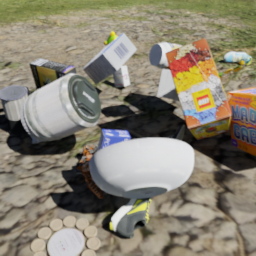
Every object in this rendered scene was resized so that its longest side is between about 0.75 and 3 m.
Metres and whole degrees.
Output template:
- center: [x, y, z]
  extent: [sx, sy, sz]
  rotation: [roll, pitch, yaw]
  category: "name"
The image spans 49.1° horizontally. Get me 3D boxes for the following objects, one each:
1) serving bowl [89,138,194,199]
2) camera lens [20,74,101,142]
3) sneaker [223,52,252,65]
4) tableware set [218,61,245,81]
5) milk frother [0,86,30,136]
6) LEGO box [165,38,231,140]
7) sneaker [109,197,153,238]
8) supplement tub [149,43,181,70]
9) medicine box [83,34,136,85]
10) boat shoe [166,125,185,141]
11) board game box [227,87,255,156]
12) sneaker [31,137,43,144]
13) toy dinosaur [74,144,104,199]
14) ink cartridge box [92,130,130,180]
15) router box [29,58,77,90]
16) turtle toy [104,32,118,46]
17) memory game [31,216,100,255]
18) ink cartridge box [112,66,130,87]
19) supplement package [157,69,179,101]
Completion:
- center: [0.317, 1.031, 6.000]
  extent: [2.294, 2.294, 0.754]
  rotation: [-3, 64, -5]
  category: "serving bowl"
- center: [-1.944, -0.558, 8.293]
  extent: [2.018, 1.614, 1.614]
  rotation: [-20, 25, 26]
  category: "camera lens"
- center: [6.359, -3.950, 16.063]
  extent: [1.549, 0.616, 1.011]
  rotation: [-9, 33, -13]
  category: "sneaker"
- center: [3.008, -1.699, 8.245]
  extent: [0.849, 0.130, 0.572]
  rotation: [-28, -17, 21]
  category: "tableware set"
- center: [-4.326, -0.715, 10.102]
  extent: [1.643, 1.546, 1.483]
  rotation: [-7, 38, -11]
  category: "milk frother"
- center: [2.205, -0.957, 8.529]
  extent: [1.147, 2.213, 2.972]
  rotation: [-18, -14, 15]
  category: "LEGO box"
- center: [0.290, 2.099, 6.980]
  extent: [0.693, 0.610, 1.639]
  rotation: [30, 52, 29]
  category: "sneaker"
- center: [1.327, -2.274, 8.977]
  extent: [1.134, 0.821, 0.821]
  rotation: [-2, 30, -32]
  category: "supplement tub"
- center: [-0.750, -2.699, 11.080]
  extent: [1.649, 0.849, 1.502]
  rotation: [-18, 29, 51]
  category: "medicine box"
- center: [1.370, 0.404, 8.818]
  extent: [0.475, 0.551, 1.516]
  rotation: [16, 51, 25]
  category: "boat shoe"
- center: [4.411, -0.288, 8.585]
  extent: [1.845, 1.845, 1.846]
  rotation: [-11, 11, -6]
  category: "board game box"
- center: [-3.047, 0.198, 9.670]
  extent: [0.506, 0.331, 0.880]
  rotation: [-22, 36, 12]
  category: "sneaker"
- center: [-0.832, 1.204, 8.161]
  extent: [1.504, 1.132, 2.216]
  rotation: [-17, 53, 0]
  category: "toy dinosaur"
- center: [-0.442, 0.691, 6.782]
  extent: [0.646, 1.375, 0.304]
  rotation: [3, 32, -21]
  category: "ink cartridge box"
- center: [-2.598, -1.344, 10.390]
  extent: [1.707, 2.171, 0.567]
  rotation: [17, 42, 25]
  category: "router box"
- center: [-0.656, -3.974, 13.377]
  extent: [0.564, 0.813, 1.116]
  rotation: [-2, 60, -40]
  category: "turtle toy"
- center: [-1.431, 2.682, 6.437]
  extent: [1.588, 0.101, 1.588]
  rotation: [0, 33, 0]
  category: "memory game"
- center: [-0.356, -2.429, 13.263]
  extent: [0.667, 0.924, 0.391]
  rotation: [7, 24, 42]
  category: "ink cartridge box"
- center: [1.921, -1.948, 10.739]
  extent: [1.256, 1.613, 0.894]
  rotation: [14, 25, 10]
  category: "supplement package"
